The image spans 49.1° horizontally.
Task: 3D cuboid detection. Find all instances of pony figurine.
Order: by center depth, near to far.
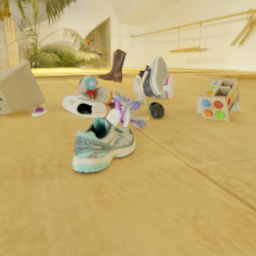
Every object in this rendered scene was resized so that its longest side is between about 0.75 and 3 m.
[{"bbox_3d":[-0.017,-0.546,10.885,1.830,1.766,1.524,14,4,-38],"label":"pony figurine"}]

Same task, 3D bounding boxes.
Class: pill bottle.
[{"bbox_3d":[1.704,-2.753,18.660,2.518,1.506,1.506,5,16,17],"label":"pill bottle"}]

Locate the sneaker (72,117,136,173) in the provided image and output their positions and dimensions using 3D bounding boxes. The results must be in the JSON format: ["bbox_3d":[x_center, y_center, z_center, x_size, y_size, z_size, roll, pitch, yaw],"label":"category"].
[{"bbox_3d":[-0.554,0.271,8.258,1.127,1.254,2.904,6,17,21],"label":"sneaker"}]

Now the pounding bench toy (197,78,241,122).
[{"bbox_3d":[4.262,-0.980,12.979,1.304,2.099,1.637,11,51,40],"label":"pounding bench toy"}]

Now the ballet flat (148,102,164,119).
[{"bbox_3d":[1.456,-1.034,13.974,0.821,0.702,2.470,1,16,1],"label":"ballet flat"}]

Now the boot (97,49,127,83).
[{"bbox_3d":[-0.723,-2.813,12.511,1.357,1.456,0.468,13,14,26],"label":"boot"}]

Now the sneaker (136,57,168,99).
[{"bbox_3d":[0.996,-2.217,12.159,1.104,1.090,2.780,-17,27,27],"label":"sneaker"}]

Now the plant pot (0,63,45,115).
[{"bbox_3d":[-5.812,-1.710,13.806,2.131,2.133,1.888,-4,28,32],"label":"plant pot"}]

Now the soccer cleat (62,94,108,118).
[{"bbox_3d":[-2.318,-1.062,13.593,2.952,1.013,1.257,16,16,33],"label":"soccer cleat"}]

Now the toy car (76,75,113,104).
[{"bbox_3d":[-1.800,-1.744,15.692,2.101,1.858,1.937,24,-1,-23],"label":"toy car"}]

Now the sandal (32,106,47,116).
[{"bbox_3d":[-4.456,-0.908,14.108,0.646,0.390,1.586,-3,16,-11],"label":"sandal"}]

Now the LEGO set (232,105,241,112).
[{"bbox_3d":[4.812,-1.360,14.528,1.932,0.474,1.443,15,-6,37],"label":"LEGO set"}]

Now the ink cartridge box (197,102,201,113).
[{"bbox_3d":[3.991,-1.088,14.739,0.689,0.397,1.190,4,16,13],"label":"ink cartridge box"}]

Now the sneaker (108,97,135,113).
[{"bbox_3d":[-0.276,-1.248,13.539,1.507,0.870,0.570,-19,-19,-6],"label":"sneaker"}]
